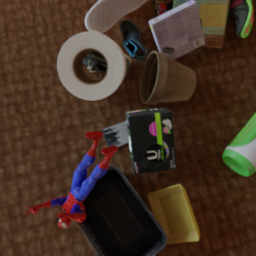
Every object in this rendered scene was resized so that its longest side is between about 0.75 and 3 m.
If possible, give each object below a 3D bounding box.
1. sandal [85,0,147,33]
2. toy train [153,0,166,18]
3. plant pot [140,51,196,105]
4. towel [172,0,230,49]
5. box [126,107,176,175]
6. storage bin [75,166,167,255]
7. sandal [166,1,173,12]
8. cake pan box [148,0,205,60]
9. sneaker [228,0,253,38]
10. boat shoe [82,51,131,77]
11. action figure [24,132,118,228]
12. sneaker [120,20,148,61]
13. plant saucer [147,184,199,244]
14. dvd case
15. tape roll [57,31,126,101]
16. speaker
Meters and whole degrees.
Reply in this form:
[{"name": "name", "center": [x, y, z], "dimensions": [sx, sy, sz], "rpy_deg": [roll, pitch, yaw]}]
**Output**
[{"name": "sandal", "center": [-0.464, -4.315, 9.613], "dimensions": [2.929, 0.839, 1.122], "rpy_deg": [-42, 122, -14]}, {"name": "toy train", "center": [1.158, -4.124, 9.878], "dimensions": [0.335, 0.450, 1.964], "rpy_deg": [-5, 74, -14]}, {"name": "plant pot", "center": [1.272, -1.456, 8.724], "dimensions": [1.409, 1.623, 1.623], "rpy_deg": [7, 74, -14]}, {"name": "towel", "center": [2.471, -4.081, 9.622], "dimensions": [1.900, 0.281, 2.591], "rpy_deg": [8, 91, 8]}, {"name": "box", "center": [0.641, 0.327, 8.091], "dimensions": [1.239, 1.037, 1.669], "rpy_deg": [-7, 102, -3]}, {"name": "storage bin", "center": [-0.298, 2.491, 7.713], "dimensions": [1.696, 1.176, 2.509], "rpy_deg": [-36, 79, -6]}, {"name": "sandal", "center": [1.979, -4.461, 10.062], "dimensions": [1.444, 0.309, 0.549], "rpy_deg": [-22, 76, -6]}, {"name": "cake pan box", "center": [1.618, -3.047, 8.946], "dimensions": [1.584, 1.459, 0.414], "rpy_deg": [-26, 41, 6]}, {"name": "sneaker", "center": [3.799, -4.196, 9.824], "dimensions": [1.002, 0.918, 2.391], "rpy_deg": [-7, 74, 22]}, {"name": "boat shoe", "center": [-1.035, -2.176, 9.198], "dimensions": [2.236, 0.814, 0.691], "rpy_deg": [11, 73, -3]}, {"name": "action figure", "center": [-1.362, 1.453, 6.366], "dimensions": [0.904, 1.371, 2.770], "rpy_deg": [42, 123, 30]}, {"name": "sneaker", "center": [0.101, -2.993, 9.403], "dimensions": [0.662, 0.591, 1.615], "rpy_deg": [-9, 67, -48]}, {"name": "plant saucer", "center": [1.300, 2.402, 7.817], "dimensions": [0.357, 1.474, 1.475], "rpy_deg": [-5, 72, -39]}, {"name": "dvd case", "center": [-0.284, 0.230, 8.895], "dimensions": [0.943, 0.117, 0.709], "rpy_deg": [-21, 76, -8]}, {"name": "tape roll", "center": [-1.012, -1.825, 8.325], "dimensions": [1.896, 1.302, 1.896], "rpy_deg": [0, 103, 2]}, {"name": "speaker", "center": [3.968, 0.211, 8.397], "dimensions": [1.122, 1.122, 2.538], "rpy_deg": [41, 78, 10]}]
